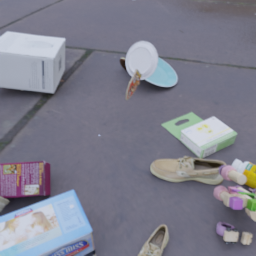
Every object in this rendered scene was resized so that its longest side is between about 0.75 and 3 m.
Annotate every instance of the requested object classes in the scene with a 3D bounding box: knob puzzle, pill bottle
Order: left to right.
[{"bbox_3d":[0.179,-1.289,8.755,0.146,1.054,1.054,26,43,11],"label":"knob puzzle"},{"bbox_3d":[3.538,1.359,8.035,1.118,0.630,0.630,28,46,32],"label":"pill bottle"}]

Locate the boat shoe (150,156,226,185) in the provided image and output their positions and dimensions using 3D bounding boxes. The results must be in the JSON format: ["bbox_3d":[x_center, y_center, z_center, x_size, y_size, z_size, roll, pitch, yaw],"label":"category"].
[{"bbox_3d":[1.747,1.145,8.248,2.161,0.702,0.779,7,38,8],"label":"boat shoe"}]

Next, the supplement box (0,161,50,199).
[{"bbox_3d":[-2.876,1.413,7.580,1.409,0.727,0.923,-2,78,-4],"label":"supplement box"}]

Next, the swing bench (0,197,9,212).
[{"bbox_3d":[-3.907,1.935,6.762,1.327,0.861,1.320,23,68,27],"label":"swing bench"}]

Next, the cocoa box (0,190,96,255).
[{"bbox_3d":[-1.807,2.475,6.093,1.912,1.255,1.275,-17,41,-21],"label":"cocoa box"}]

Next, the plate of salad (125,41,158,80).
[{"bbox_3d":[0.474,-2.288,9.577,1.290,1.290,0.310,25,18,29],"label":"plate of salad"}]

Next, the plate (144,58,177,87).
[{"bbox_3d":[1.126,-2.619,12.904,2.442,0.312,2.442,16,43,-16],"label":"plate"}]

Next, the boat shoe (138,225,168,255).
[{"bbox_3d":[0.526,2.801,6.336,0.498,0.449,1.381,21,43,25],"label":"boat shoe"}]

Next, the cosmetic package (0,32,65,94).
[{"bbox_3d":[-4.351,-2.925,12.315,2.719,1.671,2.710,7,33,-5],"label":"cosmetic package"}]

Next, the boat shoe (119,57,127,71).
[{"bbox_3d":[0.379,-2.960,13.572,1.752,0.647,0.648,37,58,23],"label":"boat shoe"}]

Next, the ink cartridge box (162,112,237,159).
[{"bbox_3d":[2.425,0.037,9.861,1.575,0.519,2.165,-21,44,-24],"label":"ink cartridge box"}]

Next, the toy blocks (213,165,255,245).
[{"bbox_3d":[2.950,1.845,7.187,1.610,1.723,1.450,7,4,-9],"label":"toy blocks"}]
